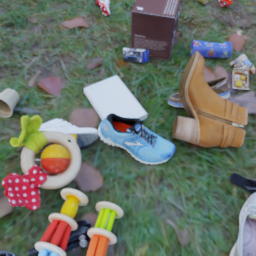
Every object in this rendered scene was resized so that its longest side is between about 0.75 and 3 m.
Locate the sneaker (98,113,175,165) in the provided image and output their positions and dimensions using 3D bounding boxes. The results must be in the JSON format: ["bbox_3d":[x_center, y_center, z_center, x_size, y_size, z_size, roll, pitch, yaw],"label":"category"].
[{"bbox_3d":[0.297,0.309,8.757,2.545,1.145,0.998,21,55,-1],"label":"sneaker"}]

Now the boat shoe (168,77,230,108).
[{"bbox_3d":[2.533,-1.358,10.120,2.374,0.859,0.858,-13,27,-14],"label":"boat shoe"}]

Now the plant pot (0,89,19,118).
[{"bbox_3d":[-4.364,-0.958,10.063,0.872,0.872,0.798,12,43,8],"label":"plant pot"}]

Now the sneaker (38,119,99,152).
[{"bbox_3d":[-2.169,0.130,9.211,2.419,0.901,1.054,0,49,-1],"label":"sneaker"}]

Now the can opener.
[{"bbox_3d":[-1.715,3.046,7.313,1.743,0.552,0.685,-22,14,-22],"label":"can opener"}]

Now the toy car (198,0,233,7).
[{"bbox_3d":[4.524,-6.828,14.498,1.794,0.400,1.688,16,55,10],"label":"toy car"}]

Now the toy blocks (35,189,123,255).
[{"bbox_3d":[-1.249,2.824,6.968,1.836,0.800,2.203,21,49,-1],"label":"toy blocks"}]

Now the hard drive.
[{"bbox_3d":[-0.501,-0.916,10.296,1.467,0.292,2.224,-25,59,-17],"label":"hard drive"}]

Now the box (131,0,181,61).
[{"bbox_3d":[1.124,-4.215,11.567,1.712,2.086,1.730,13,56,9],"label":"box"}]

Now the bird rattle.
[{"bbox_3d":[-2.307,0.920,7.648,2.048,1.415,2.512,0,63,-17],"label":"bird rattle"}]

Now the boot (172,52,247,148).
[{"bbox_3d":[2.824,-0.838,9.231,2.319,1.105,2.998,9,94,-2],"label":"boot"}]

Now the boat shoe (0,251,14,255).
[{"bbox_3d":[-3.541,3.487,6.913,1.361,0.618,0.482,-26,58,-18],"label":"boat shoe"}]

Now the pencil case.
[{"bbox_3d":[3.445,-3.307,11.788,1.720,0.671,0.747,3,44,3],"label":"pencil case"}]

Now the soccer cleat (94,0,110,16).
[{"bbox_3d":[-1.147,-6.101,13.910,0.650,0.524,1.526,-25,53,-12],"label":"soccer cleat"}]

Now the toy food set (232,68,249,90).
[{"bbox_3d":[4.397,-1.895,10.868,0.614,0.258,0.856,4,79,4],"label":"toy food set"}]

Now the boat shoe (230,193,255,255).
[{"bbox_3d":[3.345,2.720,7.355,0.911,0.793,2.473,28,59,18],"label":"boat shoe"}]

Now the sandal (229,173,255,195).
[{"bbox_3d":[3.657,1.713,8.408,1.195,0.256,0.454,19,57,12],"label":"sandal"}]

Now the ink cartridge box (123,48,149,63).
[{"bbox_3d":[0.319,-2.980,11.578,1.080,0.537,0.212,6,41,10],"label":"ink cartridge box"}]

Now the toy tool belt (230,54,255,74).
[{"bbox_3d":[4.603,-2.427,11.275,0.631,0.641,1.026,-30,55,12],"label":"toy tool belt"}]
